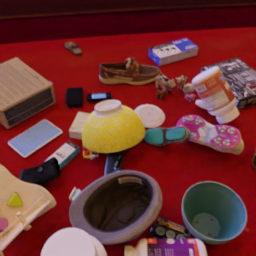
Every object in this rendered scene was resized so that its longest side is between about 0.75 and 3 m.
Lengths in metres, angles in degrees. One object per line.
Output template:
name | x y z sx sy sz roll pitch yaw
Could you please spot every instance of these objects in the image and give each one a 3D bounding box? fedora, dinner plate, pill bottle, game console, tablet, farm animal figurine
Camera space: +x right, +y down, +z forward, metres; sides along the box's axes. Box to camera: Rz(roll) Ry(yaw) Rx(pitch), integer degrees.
fedora | -0.234 2.375 7.815 2.576 1.163 2.278 -36 42 -30
dinner plate | 0.858 -0.529 11.446 1.297 0.157 1.297 3 49 -4
pill bottle | 0.911 3.376 7.020 2.001 1.125 1.125 1 45 0
pill bottle | 3.408 -1.221 10.765 1.131 2.016 1.131 -32 11 7
game console | -1.743 -1.386 12.357 2.027 0.244 1.195 -4 46 -4
tablet | -3.522 0.371 10.675 1.142 0.120 1.755 30 52 29
farm animal figurine | 2.108 -1.894 12.405 1.751 0.881 1.414 1 45 1
pill bottle | -1.091 3.207 6.152 1.406 2.532 1.406 -1 48 1

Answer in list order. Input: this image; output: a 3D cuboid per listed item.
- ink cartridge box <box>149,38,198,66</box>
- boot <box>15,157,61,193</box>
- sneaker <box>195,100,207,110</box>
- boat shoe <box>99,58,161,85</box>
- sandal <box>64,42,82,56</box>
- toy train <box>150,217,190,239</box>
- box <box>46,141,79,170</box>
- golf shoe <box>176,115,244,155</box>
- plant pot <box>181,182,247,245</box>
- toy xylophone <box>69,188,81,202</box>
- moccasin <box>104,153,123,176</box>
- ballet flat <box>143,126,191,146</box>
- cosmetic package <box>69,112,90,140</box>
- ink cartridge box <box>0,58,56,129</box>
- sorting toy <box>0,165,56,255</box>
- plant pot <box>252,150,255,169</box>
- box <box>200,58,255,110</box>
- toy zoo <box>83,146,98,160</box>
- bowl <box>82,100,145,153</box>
ink cartridge box | 2.385 -4.028 14.767 2.368 0.524 1.113 -20 49 -19
boot | -2.797 1.682 8.833 1.304 0.593 1.553 -23 40 7
sneaker | 3.516 -1.030 11.633 1.362 0.603 0.513 18 27 13
boat shoe | 0.092 -2.715 13.089 2.941 1.058 1.061 -1 45 -1
sandal | -2.979 -4.385 15.214 0.586 0.391 1.433 -25 50 -22
toy train | 1.217 2.962 7.931 1.123 0.479 0.640 15 38 15
box | -2.337 1.033 9.914 0.513 0.307 1.247 27 51 24
golf shoe | 2.952 0.328 10.274 2.690 1.231 1.013 26 83 48
plant pot | 2.286 2.522 7.840 1.676 1.129 1.676 -1 48 1
toy xylophone | -1.278 2.315 8.587 1.126 0.283 0.824 11 53 6
moccasin | -0.431 1.461 9.199 0.604 0.713 1.772 -3 46 5
ballet flat | 1.446 0.322 10.170 1.968 0.708 0.708 -6 33 45
cosmetic package | -1.852 -0.087 10.962 0.571 0.403 1.102 8 45 7
ink cartridge box | -4.940 -1.578 11.930 2.419 1.103 2.937 -35 55 -31
sorting toy | -3.451 1.989 7.311 1.265 2.132 2.369 -31 6 24
plant pot | 4.827 0.872 9.650 1.009 1.009 0.998 15 39 14
box | 4.901 -2.061 12.715 2.121 0.669 2.689 -18 48 -17
toy zoo | -1.376 0.833 10.269 0.548 0.086 0.836 -6 45 -6
bowl | -0.609 -0.245 10.012 2.349 1.264 2.349 -7 26 4
